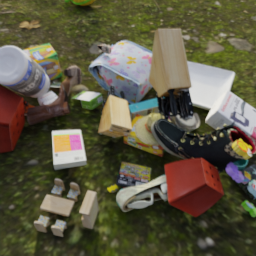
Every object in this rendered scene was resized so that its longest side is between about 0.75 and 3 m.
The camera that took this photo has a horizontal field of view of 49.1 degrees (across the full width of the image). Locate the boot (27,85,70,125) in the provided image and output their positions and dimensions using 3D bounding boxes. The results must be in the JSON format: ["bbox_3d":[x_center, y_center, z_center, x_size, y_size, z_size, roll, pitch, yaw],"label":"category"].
[{"bbox_3d":[-3.319,-0.947,11.352,1.781,0.572,1.660,-17,48,-1],"label":"boot"}]

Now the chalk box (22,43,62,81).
[{"bbox_3d":[-4.351,-2.891,13.072,2.063,1.277,1.283,-23,51,-20],"label":"chalk box"}]

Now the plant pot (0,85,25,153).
[{"bbox_3d":[-5.015,-0.309,10.227,1.982,2.247,2.249,12,47,-7],"label":"plant pot"}]

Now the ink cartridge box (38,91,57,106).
[{"bbox_3d":[-3.287,-1.060,11.968,0.719,0.419,0.987,-34,55,-27],"label":"ink cartridge box"}]

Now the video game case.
[{"bbox_3d":[0.201,1.642,9.513,1.089,0.139,0.984,13,43,0],"label":"video game case"}]

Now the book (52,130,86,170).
[{"bbox_3d":[-2.076,0.705,9.753,1.056,0.380,1.581,-7,41,-11],"label":"book"}]

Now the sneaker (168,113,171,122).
[{"bbox_3d":[1.699,-0.392,11.345,0.327,0.360,0.814,-5,42,22],"label":"sneaker"}]

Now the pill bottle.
[{"bbox_3d":[-4.040,-2.022,10.829,1.407,2.473,1.407,-1,82,6],"label":"pill bottle"}]

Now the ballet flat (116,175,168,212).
[{"bbox_3d":[0.836,2.075,8.758,2.418,0.815,0.754,-18,29,-4],"label":"ballet flat"}]

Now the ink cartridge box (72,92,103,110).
[{"bbox_3d":[-1.734,-1.196,11.995,1.086,0.412,0.803,12,36,34],"label":"ink cartridge box"}]

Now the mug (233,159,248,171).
[{"bbox_3d":[3.672,1.244,9.767,0.845,0.522,0.694,-15,50,-16],"label":"mug"}]

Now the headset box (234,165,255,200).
[{"bbox_3d":[4.146,1.778,9.343,0.822,0.438,0.944,-23,51,-19],"label":"headset box"}]

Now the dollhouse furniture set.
[{"bbox_3d":[-1.800,2.332,8.389,1.649,1.073,1.515,11,48,9],"label":"dollhouse furniture set"}]

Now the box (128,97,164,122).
[{"bbox_3d":[0.839,-0.766,11.469,1.719,0.707,0.422,-15,59,-14],"label":"box"}]

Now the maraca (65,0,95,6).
[{"bbox_3d":[-3.150,-9.069,18.629,2.860,1.530,1.961,17,79,33],"label":"maraca"}]

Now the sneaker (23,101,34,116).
[{"bbox_3d":[-4.033,-0.817,11.619,1.083,0.607,0.420,-3,47,-3],"label":"sneaker"}]

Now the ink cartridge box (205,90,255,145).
[{"bbox_3d":[4.038,-0.283,10.399,1.914,0.807,1.385,36,52,3],"label":"ink cartridge box"}]

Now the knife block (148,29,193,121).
[{"bbox_3d":[1.586,-1.673,9.535,0.889,2.779,2.440,-7,37,-18],"label":"knife block"}]

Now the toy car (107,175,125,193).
[{"bbox_3d":[-0.270,1.889,9.396,0.840,0.187,0.790,6,43,-5],"label":"toy car"}]

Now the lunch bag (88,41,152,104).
[{"bbox_3d":[-0.091,-2.595,12.575,2.648,1.684,2.246,31,56,13],"label":"lunch bag"}]

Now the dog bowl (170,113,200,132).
[{"bbox_3d":[2.209,-0.370,11.113,1.254,0.368,1.254,15,49,-18],"label":"dog bowl"}]

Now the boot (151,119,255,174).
[{"bbox_3d":[2.327,0.324,8.919,2.867,2.166,1.035,38,54,-3],"label":"boot"}]

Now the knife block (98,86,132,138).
[{"bbox_3d":[-0.435,-0.731,10.480,0.758,2.369,2.079,15,80,-18],"label":"knife block"}]

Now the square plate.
[{"bbox_3d":[3.129,-1.930,12.775,2.939,0.422,2.967,17,49,16],"label":"square plate"}]

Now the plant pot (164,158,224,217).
[{"bbox_3d":[2.044,1.685,8.426,1.365,1.203,1.363,33,39,-32],"label":"plant pot"}]

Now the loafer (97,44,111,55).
[{"bbox_3d":[-1.040,-3.434,12.221,0.342,0.391,1.088,-6,26,-22],"label":"loafer"}]

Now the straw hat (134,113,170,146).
[{"bbox_3d":[0.974,-0.171,10.160,1.562,0.661,1.562,1,47,-1],"label":"straw hat"}]

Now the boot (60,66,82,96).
[{"bbox_3d":[-2.486,-2.024,12.512,0.526,1.498,1.095,16,14,22],"label":"boot"}]

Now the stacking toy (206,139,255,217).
[{"bbox_3d":[3.440,1.576,8.122,2.366,1.784,0.556,35,37,-4],"label":"stacking toy"}]

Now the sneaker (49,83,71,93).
[{"bbox_3d":[-3.046,-1.881,12.767,1.054,0.354,0.473,8,50,10],"label":"sneaker"}]

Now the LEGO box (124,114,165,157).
[{"bbox_3d":[0.782,0.261,10.625,1.561,0.602,1.162,20,50,17],"label":"LEGO box"}]
